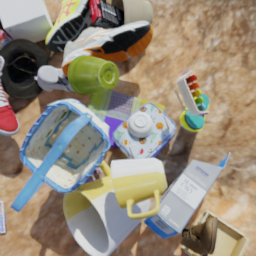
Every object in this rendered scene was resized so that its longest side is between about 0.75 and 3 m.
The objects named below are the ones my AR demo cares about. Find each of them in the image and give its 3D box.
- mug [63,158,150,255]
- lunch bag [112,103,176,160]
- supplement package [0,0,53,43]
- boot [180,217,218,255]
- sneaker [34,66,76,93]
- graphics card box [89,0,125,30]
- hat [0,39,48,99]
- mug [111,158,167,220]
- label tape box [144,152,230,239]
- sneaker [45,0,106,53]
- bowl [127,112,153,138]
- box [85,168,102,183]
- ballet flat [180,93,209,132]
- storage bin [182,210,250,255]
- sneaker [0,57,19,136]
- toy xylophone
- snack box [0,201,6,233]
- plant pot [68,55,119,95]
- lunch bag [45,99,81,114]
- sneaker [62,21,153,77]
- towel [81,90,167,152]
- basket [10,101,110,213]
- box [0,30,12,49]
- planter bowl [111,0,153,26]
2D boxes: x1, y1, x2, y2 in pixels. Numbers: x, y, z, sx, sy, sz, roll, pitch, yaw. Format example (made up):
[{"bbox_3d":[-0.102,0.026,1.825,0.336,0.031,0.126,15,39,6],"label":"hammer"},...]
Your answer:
[{"bbox_3d":[-0.481,1.910,7.535,1.928,1.881,2.349,-22,101,-41],"label":"mug"},{"bbox_3d":[0.489,0.239,8.427,1.802,0.681,1.444,-42,76,-10],"label":"lunch bag"},{"bbox_3d":[-3.450,-4.052,9.108,1.348,1.331,2.223,-19,81,-3],"label":"supplement package"},{"bbox_3d":[1.758,2.723,7.005,0.765,2.027,0.746,15,54,11],"label":"boot"},{"bbox_3d":[-2.176,-1.487,9.074,1.683,0.967,0.632,13,79,-33],"label":"sneaker"},{"bbox_3d":[-0.513,-3.471,8.900,1.444,0.367,0.906,10,57,-37],"label":"graphics card box"},{"bbox_3d":[-3.481,-1.891,8.968,0.753,1.867,1.867,20,79,43],"label":"hat"},{"bbox_3d":[0.280,1.204,5.837,1.033,1.008,1.258,-13,75,4],"label":"mug"},{"bbox_3d":[1.575,1.701,7.636,0.834,1.809,2.524,36,66,12],"label":"label tape box"},{"bbox_3d":[-1.891,-3.646,9.312,1.186,1.026,2.627,36,83,28],"label":"sneaker"},{"bbox_3d":[0.355,-0.144,8.009,0.785,0.353,0.785,0,69,0],"label":"bowl"},{"bbox_3d":[-1.186,1.430,8.573,0.751,0.147,0.514,23,84,-38],"label":"box"},{"bbox_3d":[1.881,-0.333,8.182,0.697,0.700,2.087,44,38,-2],"label":"ballet flat"},{"bbox_3d":[2.546,3.367,8.179,1.401,0.656,1.391,32,78,8],"label":"storage bin"},{"bbox_3d":[-3.728,-1.040,7.768,2.491,1.401,0.887,51,41,12],"label":"sneaker"},{"bbox_3d":[1.521,-0.812,6.947,0.299,0.871,1.190,-24,100,-15],"label":"toy xylophone"},{"bbox_3d":[-3.965,2.746,8.620,0.341,0.115,0.949,-9,81,-1],"label":"snack box"},{"bbox_3d":[-0.829,-1.375,7.367,1.046,1.086,1.086,11,78,43],"label":"plant pot"},{"bbox_3d":[-1.718,-0.512,7.489,0.649,0.763,0.486,-29,103,-45],"label":"lunch bag"},{"bbox_3d":[-0.734,-2.628,8.365,2.945,1.115,1.355,-19,60,12],"label":"sneaker"},{"bbox_3d":[-0.149,-0.196,9.004,2.576,0.293,1.850,18,82,2],"label":"towel"},{"bbox_3d":[-1.498,0.540,6.253,1.714,2.465,2.173,38,105,-9],"label":"basket"},{"bbox_3d":[-4.391,-2.828,9.027,1.410,0.703,0.673,27,79,25],"label":"box"},{"bbox_3d":[0.147,-3.571,9.002,1.077,1.601,1.601,-8,80,-17],"label":"planter bowl"}]
